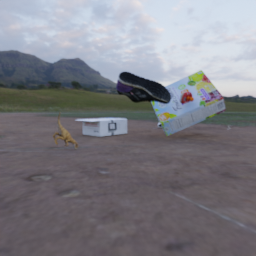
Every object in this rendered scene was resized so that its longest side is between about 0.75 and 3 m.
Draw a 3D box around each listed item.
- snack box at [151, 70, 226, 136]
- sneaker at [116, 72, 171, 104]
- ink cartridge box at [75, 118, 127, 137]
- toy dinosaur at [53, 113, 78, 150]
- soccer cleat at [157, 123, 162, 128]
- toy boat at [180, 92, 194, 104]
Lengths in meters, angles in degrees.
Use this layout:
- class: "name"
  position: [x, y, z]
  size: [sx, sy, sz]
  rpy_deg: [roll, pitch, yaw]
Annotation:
- class: "snack box"
  position: [2.714, -1.244, 13.466]
  size: [2.978, 1.008, 2.511]
  rpy_deg: [-25, 40, 7]
- class: "sneaker"
  position: [0.618, -1.448, 11.580]
  size: [2.316, 1.014, 0.877]
  rpy_deg: [25, 47, 4]
- class: "ink cartridge box"
  position: [-1.384, -0.048, 14.572]
  size: [1.421, 0.818, 2.453]
  rpy_deg: [5, 7, 43]
- class: "toy dinosaur"
  position: [-2.308, 0.186, 9.876]
  size: [0.766, 1.442, 0.435]
  rpy_deg: [-32, 20, -1]
- class: "soccer cleat"
  position: [2.581, -0.176, 18.251]
  size: [1.381, 0.474, 0.588]
  rpy_deg: [0, 15, 25]
- class: "toy boat"
  position: [2.609, -1.278, 12.154]
  size: [0.516, 0.515, 0.790]
  rpy_deg: [21, 23, 28]
